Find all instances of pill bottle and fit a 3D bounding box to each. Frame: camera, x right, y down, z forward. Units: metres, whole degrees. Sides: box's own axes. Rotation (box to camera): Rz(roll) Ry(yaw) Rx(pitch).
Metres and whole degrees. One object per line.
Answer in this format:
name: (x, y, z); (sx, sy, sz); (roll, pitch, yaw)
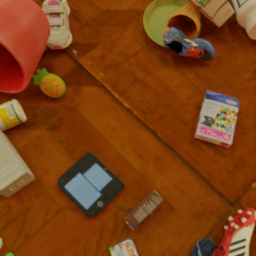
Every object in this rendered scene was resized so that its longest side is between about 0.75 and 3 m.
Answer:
pill bottle: (5.152, -5.171, 11.458); (1.638, 1.638, 2.959); (-5, 67, -2)
pill bottle: (-4.459, -0.313, 9.745); (1.544, 0.871, 0.871); (-25, 69, -10)

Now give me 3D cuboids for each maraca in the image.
maraca: (-2.877, -1.614, 10.218); (1.227, 0.656, 0.841); (37, 105, -19)

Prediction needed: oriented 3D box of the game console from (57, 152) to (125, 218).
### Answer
game console: (-1.236, 1.845, 9.124); (1.775, 0.275, 1.570); (41, 73, 16)

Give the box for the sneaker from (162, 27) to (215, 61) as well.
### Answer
sneaker: (2.284, -3.023, 10.770); (2.191, 0.825, 0.859); (20, 54, 0)

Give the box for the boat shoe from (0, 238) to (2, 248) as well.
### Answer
boat shoe: (-4.980, 3.119, 8.298); (2.479, 0.748, 0.916); (22, 68, 9)

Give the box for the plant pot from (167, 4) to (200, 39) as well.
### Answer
plant pot: (2.326, -4.281, 11.151); (1.251, 1.251, 1.146); (23, 60, 10)

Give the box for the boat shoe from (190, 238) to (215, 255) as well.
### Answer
boat shoe: (2.043, 3.964, 8.019); (0.716, 0.584, 1.702); (29, 69, 12)

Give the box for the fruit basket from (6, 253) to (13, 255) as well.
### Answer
fruit basket: (-3.431, 4.130, 7.996); (0.841, 0.606, 0.841); (6, 51, -8)

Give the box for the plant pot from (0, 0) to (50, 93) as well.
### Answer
plant pot: (-4.114, -3.015, 9.558); (2.812, 2.812, 2.488); (16, 56, 7)

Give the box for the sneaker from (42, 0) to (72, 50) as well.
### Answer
sneaker: (-2.971, -4.455, 11.352); (1.139, 1.235, 2.799); (-8, 67, -3)

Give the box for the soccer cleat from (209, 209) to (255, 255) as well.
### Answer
soccer cleat: (3.250, 3.361, 8.265); (0.919, 0.741, 2.158); (48, 64, -6)

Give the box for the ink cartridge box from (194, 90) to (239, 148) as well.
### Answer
ink cartridge box: (3.234, -0.431, 10.059); (1.231, 0.433, 2.062); (17, 66, 7)

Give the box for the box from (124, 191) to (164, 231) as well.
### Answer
box: (0.478, 2.556, 8.610); (1.274, 0.638, 0.477); (-38, 71, -15)

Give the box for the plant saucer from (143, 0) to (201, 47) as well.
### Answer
plant saucer: (1.809, -4.299, 11.591); (2.393, 0.372, 2.393); (1, 76, -2)

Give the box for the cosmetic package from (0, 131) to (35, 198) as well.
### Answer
cosmetic package: (-4.124, 1.098, 9.133); (1.092, 0.922, 2.044); (-35, 68, -14)

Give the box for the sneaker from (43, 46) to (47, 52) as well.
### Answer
sneaker: (-4.065, -3.546, 11.317); (1.683, 0.593, 0.636); (38, 75, 16)

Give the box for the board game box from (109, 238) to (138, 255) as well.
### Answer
board game box: (-0.020, 3.915, 8.260); (0.723, 0.184, 1.069); (-24, 69, -10)

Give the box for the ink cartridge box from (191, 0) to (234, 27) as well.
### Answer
ink cartridge box: (3.074, -5.060, 10.922); (0.857, 2.039, 1.488); (-45, 55, 21)
